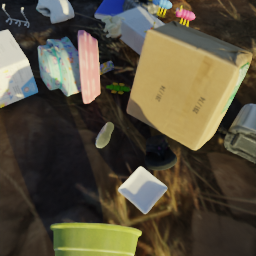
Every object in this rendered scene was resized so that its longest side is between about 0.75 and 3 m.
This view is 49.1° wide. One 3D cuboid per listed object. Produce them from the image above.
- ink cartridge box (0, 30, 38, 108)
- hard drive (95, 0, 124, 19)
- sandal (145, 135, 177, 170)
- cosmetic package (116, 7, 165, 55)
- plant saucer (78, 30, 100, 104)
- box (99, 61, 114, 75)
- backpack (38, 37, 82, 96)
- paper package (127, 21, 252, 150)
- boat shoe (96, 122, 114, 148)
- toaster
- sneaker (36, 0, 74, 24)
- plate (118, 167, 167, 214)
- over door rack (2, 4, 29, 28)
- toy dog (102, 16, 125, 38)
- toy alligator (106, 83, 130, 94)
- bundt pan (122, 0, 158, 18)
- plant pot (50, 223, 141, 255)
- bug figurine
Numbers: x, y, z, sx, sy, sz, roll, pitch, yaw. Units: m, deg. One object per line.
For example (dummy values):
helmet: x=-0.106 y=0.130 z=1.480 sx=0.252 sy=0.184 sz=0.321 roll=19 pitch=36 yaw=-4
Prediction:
ink cartridge box: x=-4.625 y=-1.675 z=9.105 sx=2.603 sy=1.673 sz=1.630 roll=-29 pitch=65 yaw=-20
hard drive: x=-0.566 y=-5.647 z=12.997 sx=1.325 sy=0.255 sz=2.008 roll=14 pitch=55 yaw=10
sandal: x=0.764 y=0.536 z=7.598 sx=0.799 sy=0.508 sz=2.124 roll=-19 pitch=17 yaw=3
cosmetic package: x=0.721 y=-3.679 z=11.110 sx=1.306 sy=0.917 sz=2.574 roll=-30 pitch=59 yaw=-22
plant saucer: x=-1.217 y=-1.924 z=8.922 sx=0.573 sy=2.262 sz=2.262 roll=-5 pitch=54 yaw=-6
box: x=-0.946 y=-2.160 z=10.287 sx=0.852 sy=0.299 sz=0.274 roll=-25 pitch=87 yaw=-9
backpack: x=-2.154 y=-1.987 z=9.363 sx=1.380 sy=1.628 sz=1.833 roll=-25 pitch=55 yaw=-31
paper package: x=1.587 y=-1.187 z=7.990 sx=2.673 sy=2.804 sz=1.451 roll=30 pitch=40 yaw=19
boat shoe: x=-0.751 y=0.232 z=8.658 sx=0.346 sy=0.301 sz=0.940 roll=36 pitch=56 yaw=-22
toaster: x=3.767 y=0.184 z=8.153 sx=2.057 sy=1.169 sz=1.329 roll=27 pitch=54 yaw=18
sneaker: x=-3.651 y=-5.741 z=12.657 sx=1.284 sy=1.092 sz=2.903 roll=-34 pitch=61 yaw=-9
plate: x=0.397 y=1.683 z=7.619 sx=0.990 sy=0.160 sz=0.988 roll=37 pitch=62 yaw=19
over door rack: x=-4.506 y=-4.429 z=11.247 sx=0.809 sy=1.095 sz=0.365 roll=9 pitch=75 yaw=-4
toy dog: x=-0.524 y=-3.786 z=10.576 sx=0.872 sy=0.900 sz=0.628 roll=-35 pitch=70 yaw=-6
toy alligator: x=-0.221 y=-1.385 z=9.837 sx=1.165 sy=0.345 sz=0.316 roll=4 pitch=14 yaw=-19
bundt pan: x=0.610 y=-5.521 z=12.500 sx=1.698 sy=0.637 sz=1.698 roll=6 pitch=57 yaw=-9
plant pot: x=-0.731 y=3.041 z=5.675 sx=1.972 sy=1.972 sz=1.873 roll=2 pitch=62 yaw=2
bug figurine: x=1.523 y=-3.800 z=9.986 sx=1.809 sy=0.600 sz=2.332 roll=12 pitch=62 yaw=-8
